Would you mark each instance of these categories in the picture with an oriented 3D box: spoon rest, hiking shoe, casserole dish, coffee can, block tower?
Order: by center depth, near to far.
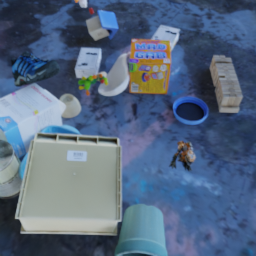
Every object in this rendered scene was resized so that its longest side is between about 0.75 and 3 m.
[{"bbox_3d":[-3.789,1.274,8.432,1.137,1.554,1.137,0,50,0],"label":"coffee can"},{"bbox_3d":[-2.358,1.042,9.034,1.648,0.528,2.720,21,46,-3],"label":"casserole dish"},{"bbox_3d":[-3.457,-2.166,9.934,2.588,1.122,0.963,-4,18,40],"label":"hiking shoe"},{"bbox_3d":[4.019,-1.886,11.608,0.750,0.803,2.777,2,51,2],"label":"block tower"},{"bbox_3d":[-0.306,-2.336,11.800,1.430,0.872,2.878,-7,38,38],"label":"spoon rest"}]

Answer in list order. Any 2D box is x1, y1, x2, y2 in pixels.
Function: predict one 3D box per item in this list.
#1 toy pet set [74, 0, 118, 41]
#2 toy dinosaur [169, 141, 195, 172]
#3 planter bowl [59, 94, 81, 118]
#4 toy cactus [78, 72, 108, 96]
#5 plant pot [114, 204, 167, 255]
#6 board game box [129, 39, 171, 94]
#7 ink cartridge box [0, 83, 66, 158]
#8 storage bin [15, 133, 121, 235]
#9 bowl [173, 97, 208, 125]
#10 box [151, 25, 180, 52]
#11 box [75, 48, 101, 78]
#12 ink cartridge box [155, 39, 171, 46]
[{"bbox_3d":[-1.475,-5.767,13.780,1.387,2.611,2.438,-18,77,12],"label":"toy pet set"},{"bbox_3d":[1.775,0.812,8.718,0.724,0.962,1.417,18,22,11],"label":"toy dinosaur"},{"bbox_3d":[-2.336,-0.925,10.906,0.911,0.613,0.911,0,49,0],"label":"planter bowl"},{"bbox_3d":[-1.082,-1.615,9.619,1.280,0.655,1.056,-10,21,41],"label":"toy cactus"},{"bbox_3d":[0.364,2.874,7.294,1.439,1.439,1.409,4,43,4],"label":"plant pot"},{"bbox_3d":[0.882,-2.528,11.604,1.585,1.586,1.585,3,50,2],"label":"board game box"},{"bbox_3d":[-3.454,-0.330,9.749,1.503,1.465,2.339,37,53,27],"label":"ink cartridge box"},{"bbox_3d":[-1.480,1.482,7.639,2.502,1.173,2.484,4,56,-7],"label":"storage bin"},{"bbox_3d":[2.412,-0.662,10.908,1.352,0.265,1.352,0,49,0],"label":"bowl"},{"bbox_3d":[1.750,-4.262,13.744,1.067,0.550,1.830,20,52,16],"label":"box"},{"bbox_3d":[-1.783,-2.952,12.686,0.946,0.488,1.621,2,50,2],"label":"box"},{"bbox_3d":[1.425,-3.350,12.805,0.727,1.252,0.421,19,11,15],"label":"ink cartridge box"}]
